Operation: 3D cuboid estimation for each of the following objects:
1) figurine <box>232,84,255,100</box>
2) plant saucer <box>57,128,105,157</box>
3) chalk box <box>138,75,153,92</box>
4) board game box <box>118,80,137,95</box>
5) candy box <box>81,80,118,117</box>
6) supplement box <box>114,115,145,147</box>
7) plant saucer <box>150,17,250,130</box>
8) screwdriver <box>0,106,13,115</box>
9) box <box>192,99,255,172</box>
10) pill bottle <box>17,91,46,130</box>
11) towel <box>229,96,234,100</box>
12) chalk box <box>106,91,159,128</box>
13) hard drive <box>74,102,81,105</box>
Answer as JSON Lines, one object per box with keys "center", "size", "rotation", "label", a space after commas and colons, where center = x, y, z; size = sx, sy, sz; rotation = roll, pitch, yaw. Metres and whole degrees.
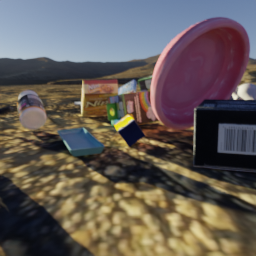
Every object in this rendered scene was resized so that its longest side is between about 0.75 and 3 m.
{"center": [4.687, -0.626, 8.686], "size": [2.579, 1.110, 2.516], "rotation": [1, 21, 10], "label": "figurine"}
{"center": [-1.074, 0.272, 6.002], "size": [0.660, 0.179, 1.888], "rotation": [-6, 13, -21], "label": "plant saucer"}
{"center": [1.414, -1.237, 9.932], "size": [1.459, 1.448, 2.337], "rotation": [-3, 18, 45], "label": "chalk box"}
{"center": [-0.071, -1.474, 11.508], "size": [0.883, 0.192, 0.887], "rotation": [-26, 36, 27], "label": "board game box"}
{"center": [-1.056, -1.005, 9.853], "size": [1.128, 0.541, 1.955], "rotation": [-4, -18, -13], "label": "candy box"}
{"center": [0.014, 0.049, 6.377], "size": [0.446, 0.449, 0.820], "rotation": [-36, 14, -1], "label": "supplement box"}
{"center": [1.525, -1.185, 6.274], "size": [2.616, 2.616, 0.663], "rotation": [-7, 38, -33], "label": "plant saucer"}
{"center": [-4.184, -0.391, 8.615], "size": [1.531, 0.214, 0.223], "rotation": [-16, 4, 18], "label": "screwdriver"}
{"center": [2.039, 0.037, 5.229], "size": [1.442, 1.016, 1.948], "rotation": [3, 10, 20], "label": "box"}
{"center": [-2.830, -0.553, 8.143], "size": [0.723, 0.723, 1.242], "rotation": [-5, 36, -25], "label": "pill bottle"}
{"center": [2.907, -0.734, 8.273], "size": [1.225, 0.194, 1.706], "rotation": [31, 31, -19], "label": "towel"}
{"center": [0.014, -0.518, 7.951], "size": [1.475, 0.921, 0.914], "rotation": [-9, 4, -30], "label": "chalk box"}
{"center": [-2.334, -1.263, 14.688], "size": [0.594, 0.120, 0.901], "rotation": [-9, 13, -39], "label": "hard drive"}
